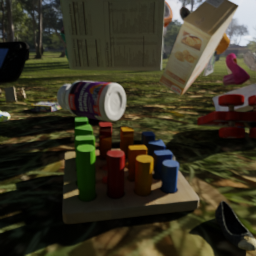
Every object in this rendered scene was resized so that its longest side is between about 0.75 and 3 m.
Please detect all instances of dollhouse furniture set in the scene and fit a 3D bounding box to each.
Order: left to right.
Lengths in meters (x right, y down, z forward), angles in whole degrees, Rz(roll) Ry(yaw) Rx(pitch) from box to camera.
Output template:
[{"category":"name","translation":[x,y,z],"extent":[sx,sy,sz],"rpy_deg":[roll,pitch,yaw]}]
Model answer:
[{"category":"dollhouse furniture set","translation":[-7.094,-1.724,17.001],"extent":[1.580,0.905,1.853],"rpy_deg":[-9,-11,-15]}]

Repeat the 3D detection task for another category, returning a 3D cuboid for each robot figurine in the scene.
[{"category":"robot figurine","translation":[5.018,-2.641,11.254],"extent":[0.511,0.905,0.767],"rpy_deg":[-37,-28,14]}]

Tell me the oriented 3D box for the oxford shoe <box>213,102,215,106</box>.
[{"category":"oxford shoe","translation":[5.039,-1.420,15.510],"extent":[0.395,0.372,1.057],"rpy_deg":[16,21,40]}]

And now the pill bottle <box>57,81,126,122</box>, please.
[{"category":"pill bottle","translation":[-1.671,-1.215,12.114],"extent":[2.846,1.586,1.586],"rpy_deg":[10,17,33]}]

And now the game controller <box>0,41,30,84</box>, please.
[{"category":"game controller","translation":[-3.800,-1.707,7.409],"extent":[2.465,0.519,1.286],"rpy_deg":[1,55,15]}]

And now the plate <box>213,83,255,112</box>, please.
[{"category":"plate","translation":[5.375,-1.293,13.065],"extent":[2.615,0.423,2.609],"rpy_deg":[-18,19,18]}]

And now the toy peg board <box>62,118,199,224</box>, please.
[{"category":"toy peg board","translation":[-0.106,0.564,5.474],"extent":[2.302,1.131,2.312],"rpy_deg":[-3,21,-11]}]

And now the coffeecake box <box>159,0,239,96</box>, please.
[{"category":"coffeecake box","translation":[2.228,-2.639,9.140],"extent":[0.958,2.622,2.013],"rpy_deg":[35,59,11]}]

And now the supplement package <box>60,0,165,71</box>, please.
[{"category":"supplement package","translation":[-0.280,-2.475,6.840],"extent":[2.204,1.661,1.673],"rpy_deg":[1,34,3]}]

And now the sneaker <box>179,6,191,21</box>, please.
[{"category":"sneaker","translation":[2.744,-4.826,12.507],"extent":[0.543,1.346,0.503],"rpy_deg":[-32,6,10]}]

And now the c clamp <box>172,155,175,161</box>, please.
[{"category":"c clamp","translation":[0.479,0.819,6.809],"extent":[1.368,0.217,1.602],"rpy_deg":[3,15,13]}]

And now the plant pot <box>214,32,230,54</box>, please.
[{"category":"plant pot","translation":[3.646,-3.788,11.970],"extent":[1.188,1.297,1.297],"rpy_deg":[24,2,-27]}]

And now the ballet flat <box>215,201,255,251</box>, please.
[{"category":"ballet flat","translation":[1.547,1.440,4.140],"extent":[0.342,0.292,1.028],"rpy_deg":[-2,14,-7]}]

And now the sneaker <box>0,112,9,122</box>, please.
[{"category":"sneaker","translation":[-5.341,-0.606,11.329],"extent":[0.575,0.797,1.518],"rpy_deg":[2,14,7]}]

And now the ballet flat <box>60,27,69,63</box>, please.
[{"category":"ballet flat","translation":[-1.940,-3.138,10.605],"extent":[0.879,0.905,2.544],"rpy_deg":[38,-13,7]}]

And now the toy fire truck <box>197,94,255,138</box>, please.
[{"category":"toy fire truck","translation":[3.754,-0.304,9.491],"extent":[2.390,1.340,2.007],"rpy_deg":[0,-4,-3]}]

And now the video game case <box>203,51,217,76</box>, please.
[{"category":"video game case","translation":[3.425,-2.695,11.651],"extent":[0.107,0.919,0.836],"rpy_deg":[21,33,30]}]

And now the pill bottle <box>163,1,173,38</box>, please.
[{"category":"pill bottle","translation":[0.294,-3.055,9.040],"extent":[1.371,1.371,2.580],"rpy_deg":[-10,-11,-35]}]

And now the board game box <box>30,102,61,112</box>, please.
[{"category":"board game box","translation":[-4.148,-1.058,14.139],"extent":[1.166,0.331,0.964],"rpy_deg":[4,16,15]}]

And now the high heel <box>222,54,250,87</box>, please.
[{"category":"high heel","translation":[3.083,-1.701,7.834],"extent":[0.700,0.492,1.460],"rpy_deg":[-9,34,35]}]

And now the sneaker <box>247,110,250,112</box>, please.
[{"category":"sneaker","translation":[6.180,-0.937,13.242],"extent":[0.747,0.685,1.754],"rpy_deg":[5,22,-9]}]
